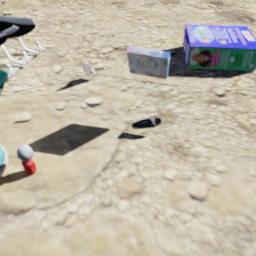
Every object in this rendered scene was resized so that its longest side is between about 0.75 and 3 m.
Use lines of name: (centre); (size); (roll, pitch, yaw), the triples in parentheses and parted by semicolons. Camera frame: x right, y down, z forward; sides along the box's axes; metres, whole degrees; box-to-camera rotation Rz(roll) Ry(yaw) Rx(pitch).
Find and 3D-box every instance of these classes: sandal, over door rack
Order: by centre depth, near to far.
sandal: (-3.207, -2.435, 7.179); (0.938, 0.528, 2.466); (-24, 10, 32)
over door rack: (-4.908, -2.776, 10.089); (2.863, 0.954, 2.115); (11, 41, 12)

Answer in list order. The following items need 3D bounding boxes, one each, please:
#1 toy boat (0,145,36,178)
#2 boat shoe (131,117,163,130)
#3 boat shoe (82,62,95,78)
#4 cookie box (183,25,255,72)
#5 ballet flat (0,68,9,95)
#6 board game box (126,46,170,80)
toy boat: (-2.860, 0.735, 6.116); (1.661, 0.772, 1.396); (-3, 40, -4)
boat shoe: (0.476, -0.104, 7.195); (0.824, 0.276, 0.235); (-11, 1, 12)
boat shoe: (-1.362, -1.925, 9.130); (0.285, 0.763, 0.354); (-46, 63, -8)
cookie box: (3.340, -3.001, 10.354); (2.417, 0.908, 2.067); (3, 41, 4)
ballet flat: (-3.534, -1.166, 7.549); (0.374, 1.103, 0.399); (24, 19, -28)
board game box: (0.497, -1.570, 6.837); (0.987, 0.992, 0.215); (11, 73, 8)
